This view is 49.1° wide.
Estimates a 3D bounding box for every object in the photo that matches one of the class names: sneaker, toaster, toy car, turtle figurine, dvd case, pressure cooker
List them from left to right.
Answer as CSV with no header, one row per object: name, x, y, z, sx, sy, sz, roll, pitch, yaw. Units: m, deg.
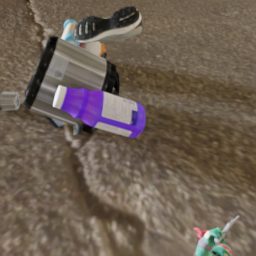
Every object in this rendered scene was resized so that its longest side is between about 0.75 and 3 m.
toaster,-4.161,-0.922,9.829,0.571,0.502,0.884,-4,38,-8
dvd case,-2.137,-1.178,9.839,1.681,0.207,2.356,48,54,5
pressure cooker,-1.543,-1.177,8.459,2.655,2.335,2.371,21,28,-20
toy car,-2.004,-3.452,12.407,2.042,1.806,1.882,17,34,-25
sneaker,-0.773,-3.608,10.491,2.785,1.104,1.029,-5,75,19
turtle figurine,1.489,2.727,4.953,2.266,1.141,1.697,-36,92,-33

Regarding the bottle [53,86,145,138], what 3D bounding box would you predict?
bottle,-0.706,-0.458,7.171,2.316,0.756,0.967,16,51,-21
